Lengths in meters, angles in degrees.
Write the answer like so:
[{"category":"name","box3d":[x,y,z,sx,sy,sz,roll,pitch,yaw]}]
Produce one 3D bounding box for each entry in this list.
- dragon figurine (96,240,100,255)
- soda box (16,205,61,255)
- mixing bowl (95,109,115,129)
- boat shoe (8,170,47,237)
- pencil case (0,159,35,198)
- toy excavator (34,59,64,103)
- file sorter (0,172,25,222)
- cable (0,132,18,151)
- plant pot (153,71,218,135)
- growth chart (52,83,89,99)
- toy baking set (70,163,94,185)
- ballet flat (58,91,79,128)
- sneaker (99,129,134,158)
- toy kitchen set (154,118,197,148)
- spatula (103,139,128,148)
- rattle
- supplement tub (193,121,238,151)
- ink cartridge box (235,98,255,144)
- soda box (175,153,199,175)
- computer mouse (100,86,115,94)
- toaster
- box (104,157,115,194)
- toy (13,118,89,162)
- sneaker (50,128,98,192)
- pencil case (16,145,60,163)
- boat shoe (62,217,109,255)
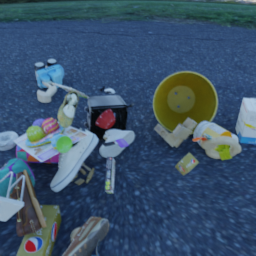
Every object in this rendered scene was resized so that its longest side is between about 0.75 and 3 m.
[{"category":"dragon figurine","box3d":[-0.705,3.549,7.228,0.597,0.353,1.200,7,34,10]},{"category":"soda box","box3d":[-2.412,3.104,7.589,0.658,0.696,2.055,2,33,3]},{"category":"mixing bowl","box3d":[-0.774,-0.257,10.444,0.437,0.806,0.806,42,47,12]},{"category":"boat shoe","box3d":[-2.970,2.035,7.892,0.796,0.797,2.264,-21,35,-19]},{"category":"pencil case","box3d":[-4.380,2.101,8.675,1.297,1.195,2.807,37,45,19]},{"category":"toy excavator","box3d":[-4.505,-2.651,16.097,2.574,1.322,2.648,-30,52,-36]},{"category":"file sorter","box3d":[-3.507,1.563,6.974,1.534,1.064,0.955,26,40,-34]},{"category":"cable","box3d":[-5.171,0.541,11.854,1.018,0.352,1.018,24,39,34]},{"category":"plant pot","box3d":[2.520,-1.219,12.855,2.732,2.732,1.939,4,12,5]},{"category":"growth chart","box3d":[-2.540,-1.662,12.615,1.170,0.143,1.616,16,-3,29]},{"category":"toy baking set","box3d":[-1.734,1.635,10.356,0.938,0.142,1.222,9,34,14]},{"category":"ballet flat","box3d":[-2.007,-0.697,9.562,0.576,0.576,1.629,1,43,2]},{"category":"sneaker","box3d":[-0.677,0.577,10.786,1.025,0.653,1.774,8,26,39]},{"category":"toy kitchen set","box3d":[1.817,-0.079,11.348,1.188,1.317,1.074,46,16,29]},{"category":"spatula","box3d":[-0.390,0.462,8.312,0.336,0.122,1.190,50,21,20]},{"category":"rattle","box3d":[2.742,0.246,8.873,1.651,1.075,1.180,24,65,-17]},{"category":"supplement tub","box3d":[3.503,0.462,11.297,1.091,1.091,1.501,-20,37,-28]},{"category":"ink cartridge box","box3d":[5.428,-0.286,11.951,1.166,1.612,1.187,5,33,8]},{"category":"soda box","box3d":[1.619,1.035,7.839,0.388,1.146,0.367,-42,76,-8]},{"category":"computer mouse","box3d":[-1.170,-2.192,16.176,0.943,0.207,0.517,17,36,25]},{"category":"toaster","box3d":[-0.887,-0.433,11.974,1.888,1.707,1.120,-6,35,-18]},{"category":"box","box3d":[-0.582,1.528,9.056,0.188,0.596,1.082,0,67,7]},{"category":"toy","box3d":[-2.799,0.134,9.489,1.709,0.701,2.968,-31,31,-28]},{"category":"sneaker","box3d":[-2.031,1.045,9.626,2.352,0.833,0.859,-56,25,-13]},{"category":"pencil case","box3d":[-2.967,0.825,10.785,2.479,1.096,1.096,-1,33,-1]},{"category":"boat shoe","box3d":[-1.266,3.109,7.684,0.660,0.696,1.839,15,27,28]}]
